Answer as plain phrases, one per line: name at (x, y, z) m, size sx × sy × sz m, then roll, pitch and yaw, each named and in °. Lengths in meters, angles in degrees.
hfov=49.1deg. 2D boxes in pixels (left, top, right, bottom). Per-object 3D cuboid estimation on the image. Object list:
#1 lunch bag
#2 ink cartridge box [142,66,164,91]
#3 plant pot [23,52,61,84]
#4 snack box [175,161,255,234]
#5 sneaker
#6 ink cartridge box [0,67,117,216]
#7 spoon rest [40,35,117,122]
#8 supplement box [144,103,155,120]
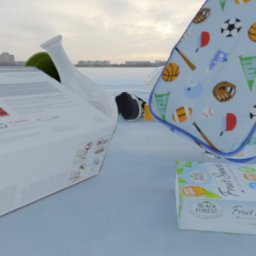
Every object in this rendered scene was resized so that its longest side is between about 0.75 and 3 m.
lunch bag at (1.777, -0.836, 4.854) m, size 2.261 × 2.821 × 1.066 m, roll 32°, pitch 8°, yaw 37°
ink cartridge box at (1.493, -1.618, 11.306) m, size 0.877 × 1.552 × 2.119 m, roll -44°, pitch 10°, yaw 3°
plant pot at (-3.038, -1.879, 12.207) m, size 2.296 × 2.296 × 2.211 m, roll 6°, pitch 1°, yaw 25°
snack box at (1.326, 0.758, 3.218) m, size 1.524 × 0.404 × 1.084 m, roll 2°, pitch 12°, yaw 8°
sneaker at (0.234, -0.841, 9.619) m, size 1.040 × 0.901 × 2.511 m, roll -3°, pitch 12°, yaw -13°
ink cartridge box at (-1.707, 0.003, 3.737) m, size 2.044 × 0.976 × 2.328 m, roll 35°, pitch 29°, yaw 27°
spoon rest at (-1.087, -0.846, 6.223) m, size 1.197 × 2.409 × 0.730 m, roll -29°, pitch 23°, yaw -6°
supplement box at (1.065, -0.604, 9.385) m, size 0.864 × 0.504 × 1.372 m, roll 1°, pitch 11°, yaw 14°
